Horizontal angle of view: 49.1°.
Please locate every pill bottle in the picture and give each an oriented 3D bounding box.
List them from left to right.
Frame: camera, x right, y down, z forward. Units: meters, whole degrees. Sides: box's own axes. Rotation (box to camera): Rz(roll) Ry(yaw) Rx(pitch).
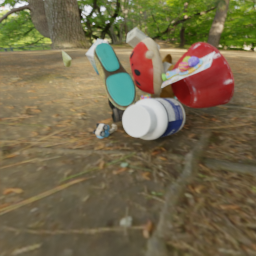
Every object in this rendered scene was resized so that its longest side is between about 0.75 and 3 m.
[{"bbox_3d":[0.817,-0.291,8.821,1.262,1.262,2.272,13,12,31],"label":"pill bottle"}]

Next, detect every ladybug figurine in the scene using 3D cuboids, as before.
[{"bbox_3d":[0.572,-1.923,9.115,0.906,1.710,2.518,-15,-11,1],"label":"ladybug figurine"}]

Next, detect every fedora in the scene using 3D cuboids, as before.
[{"bbox_3d":[1.686,-1.886,11.576,0.932,2.285,2.285,19,25,18],"label":"fedora"}]

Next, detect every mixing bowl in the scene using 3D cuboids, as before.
[{"bbox_3d":[2.342,-1.619,9.848,1.309,2.417,2.417,-28,28,-16],"label":"mixing bowl"}]

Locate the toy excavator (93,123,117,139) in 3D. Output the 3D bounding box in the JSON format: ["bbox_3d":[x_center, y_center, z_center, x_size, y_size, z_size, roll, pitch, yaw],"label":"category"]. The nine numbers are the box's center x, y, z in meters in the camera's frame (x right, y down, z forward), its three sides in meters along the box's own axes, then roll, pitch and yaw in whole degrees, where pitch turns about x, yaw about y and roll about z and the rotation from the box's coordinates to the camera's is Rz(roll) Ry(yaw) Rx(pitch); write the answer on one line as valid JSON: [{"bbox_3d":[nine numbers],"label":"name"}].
[{"bbox_3d":[-0.759,0.095,9.746,0.396,0.792,0.770,12,67,34],"label":"toy excavator"}]

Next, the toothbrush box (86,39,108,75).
[{"bbox_3d":[-1.202,-3.182,12.823,0.583,1.367,1.001,23,71,29],"label":"toothbrush box"}]

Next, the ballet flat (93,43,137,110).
[{"bbox_3d":[-0.442,-1.608,9.401,1.017,1.017,2.878,-10,59,-25],"label":"ballet flat"}]

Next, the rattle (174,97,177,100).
[{"bbox_3d":[3.461,-2.383,14.556,2.655,1.897,1.729,8,36,6],"label":"rattle"}]

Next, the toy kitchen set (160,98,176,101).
[{"bbox_3d":[1.892,-1.217,13.073,0.612,0.677,0.750,-4,52,57],"label":"toy kitchen set"}]

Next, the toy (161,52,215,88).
[{"bbox_3d":[1.569,-1.696,7.749,1.526,0.360,0.879,-23,26,40],"label":"toy"}]

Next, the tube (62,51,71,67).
[{"bbox_3d":[-2.704,-3.044,12.472,0.393,0.351,1.354,1,-3,-9],"label":"tube"}]

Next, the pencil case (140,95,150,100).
[{"bbox_3d":[1.024,-1.410,13.598,0.912,0.403,0.403,1,16,39],"label":"pencil case"}]

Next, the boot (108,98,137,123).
[{"bbox_3d":[0.038,-0.865,10.378,1.409,1.618,0.560,-7,-19,-15],"label":"boot"}]

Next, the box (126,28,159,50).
[{"bbox_3d":[0.569,-3.104,10.403,1.273,0.435,0.523,28,-36,-36],"label":"box"}]
